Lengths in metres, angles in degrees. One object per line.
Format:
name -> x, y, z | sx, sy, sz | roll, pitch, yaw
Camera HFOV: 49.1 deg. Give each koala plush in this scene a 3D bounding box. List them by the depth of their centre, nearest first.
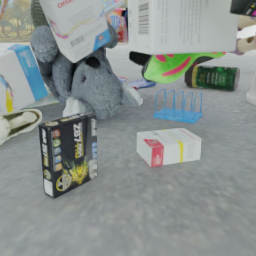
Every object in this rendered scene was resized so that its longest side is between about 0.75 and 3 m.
koala plush -> -1.098, -1.301, 8.261 | 2.646, 2.742, 2.984 | -19, 46, -25

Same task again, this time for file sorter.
file sorter -> 1.473, -0.677, 8.146 | 1.223, 0.750, 0.849 | 10, 22, 26

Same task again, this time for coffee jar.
coffee jar -> 3.655, -2.235, 12.315 | 2.229, 0.951, 1.162 | 9, 22, 26

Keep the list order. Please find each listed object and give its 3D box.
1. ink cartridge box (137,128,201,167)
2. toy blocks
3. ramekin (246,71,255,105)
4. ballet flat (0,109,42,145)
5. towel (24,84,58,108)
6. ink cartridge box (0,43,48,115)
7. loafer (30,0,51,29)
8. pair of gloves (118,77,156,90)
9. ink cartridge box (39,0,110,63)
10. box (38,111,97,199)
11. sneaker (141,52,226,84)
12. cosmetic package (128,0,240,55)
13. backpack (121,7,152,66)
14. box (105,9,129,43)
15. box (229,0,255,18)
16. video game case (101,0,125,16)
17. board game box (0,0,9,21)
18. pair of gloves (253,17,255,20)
ink cartridge box -> 0.800, 0.362, 5.591 | 1.074, 0.448, 0.779 | -6, 20, -17
toy blocks -> 3.236, -2.941, 6.822 | 2.516, 2.351, 2.118 | 22, -11, -35
ramekin -> 5.503, -1.438, 9.615 | 2.591, 1.207, 2.591 | -1, 19, 0
ballet flat -> -2.725, -0.059, 6.242 | 0.744, 0.744, 2.144 | 7, 18, 20
towel -> -3.397, -1.228, 10.073 | 2.199, 0.529, 1.882 | 17, 26, 39
ink cartridge box -> -3.721, -1.242, 7.763 | 1.551, 1.544, 2.114 | 19, 44, 40
loafer -> -2.675, -3.426, 9.650 | 1.006, 2.675, 0.932 | 2, 17, 3
pair of gloves -> -0.065, -2.123, 13.024 | 2.606, 0.297, 2.095 | 8, 21, 24
ink cartridge box -> -1.019, -2.172, 5.523 | 1.004, 1.389, 0.588 | -37, 57, -17
box -> -0.907, 0.398, 4.411 | 0.285, 1.160, 0.935 | 16, 24, 35
sneaker -> 1.362, -1.834, 6.729 | 2.650, 1.017, 1.110 | -28, 12, -26
cosmetic package -> 0.918, -2.029, 4.973 | 1.594, 1.314, 1.315 | -6, 19, -15
backpack -> 1.020, -2.888, 7.942 | 1.423, 1.930, 2.115 | 31, 65, 28
box -> 0.152, -3.706, 10.102 | 1.142, 1.054, 2.226 | 20, 28, 35
box -> 1.575, -1.414, 2.321 | 1.167, 0.867, 0.725 | 12, -1, 7
video game case -> -0.790, -2.990, 7.249 | 1.283, 0.112, 0.917 | -36, 39, -4
board game box -> -2.110, -2.284, 4.597 | 0.378, 1.204, 2.521 | 21, 51, -25
pair of gloves -> 1.525, -1.599, 3.494 | 2.172, 0.381, 1.847 | 44, 35, -6
